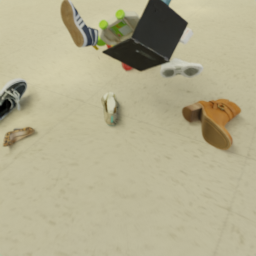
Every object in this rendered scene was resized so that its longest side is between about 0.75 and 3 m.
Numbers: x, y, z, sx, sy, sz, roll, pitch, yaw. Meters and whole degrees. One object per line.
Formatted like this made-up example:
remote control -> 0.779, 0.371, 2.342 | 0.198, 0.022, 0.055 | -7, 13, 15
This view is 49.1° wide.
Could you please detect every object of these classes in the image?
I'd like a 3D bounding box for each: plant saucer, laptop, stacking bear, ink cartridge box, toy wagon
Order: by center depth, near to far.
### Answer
laptop -> 0.668, -3.427, 10.693 | 2.439, 1.413, 2.283 | -10, -18, 42
plant saucer -> 1.170, -4.542, 11.934 | 0.266, 2.801, 0.979 | 26, 8, 16
toy wagon -> -0.553, -4.096, 11.970 | 2.354, 1.826, 0.466 | -23, 71, 20
ink cartridge box -> 2.340, -4.168, 12.388 | 0.855, 0.354, 0.627 | 40, 97, 33
stacking bear -> -0.294, -4.601, 15.955 | 1.740, 1.629, 2.865 | -21, 39, -24

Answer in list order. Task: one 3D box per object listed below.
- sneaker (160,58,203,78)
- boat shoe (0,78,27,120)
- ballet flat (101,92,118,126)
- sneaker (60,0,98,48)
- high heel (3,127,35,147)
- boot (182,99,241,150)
sneaker -> 2.324, -2.732, 12.286 | 1.865, 0.727, 0.927 | 1, 53, 1
boat shoe -> -5.161, -1.189, 12.121 | 0.934, 1.009, 2.734 | 14, 42, 22
ballet flat -> -0.747, -1.026, 12.074 | 0.755, 0.838, 2.225 | 1, 39, -10
sneaker -> -1.719, -3.733, 10.121 | 0.988, 0.639, 1.822 | -19, 84, -50
high heel -> -4.173, 0.334, 10.712 | 0.900, 0.451, 1.263 | -1, 30, 8
boot -> 3.738, -0.290, 11.238 | 2.111, 1.043, 2.719 | -15, 34, -23
